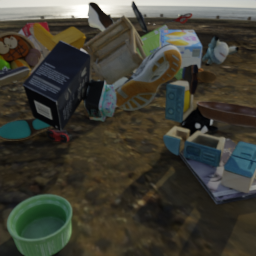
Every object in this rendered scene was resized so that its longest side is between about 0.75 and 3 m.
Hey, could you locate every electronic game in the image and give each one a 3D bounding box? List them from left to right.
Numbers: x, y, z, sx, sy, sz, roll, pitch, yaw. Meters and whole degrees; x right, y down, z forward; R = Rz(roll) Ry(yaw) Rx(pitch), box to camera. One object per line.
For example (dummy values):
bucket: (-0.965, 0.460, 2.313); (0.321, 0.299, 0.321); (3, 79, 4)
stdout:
electronic game: (0.521, -4.910, 12.411); (0.307, 1.475, 1.475); (-25, 27, 9)

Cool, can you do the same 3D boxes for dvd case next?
dvd case: (3.064, 1.222, 8.958); (2.163, 0.232, 2.909); (-6, 29, -12)

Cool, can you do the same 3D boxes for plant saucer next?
plant saucer: (3.245, -0.416, 8.523); (2.364, 0.407, 2.364); (6, 14, -1)

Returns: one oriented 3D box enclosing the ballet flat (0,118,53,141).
ballet flat: (-3.733, -0.014, 10.836); (2.352, 0.829, 0.768); (-14, -5, -11)

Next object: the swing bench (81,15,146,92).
swing bench: (-0.470, -2.548, 10.164); (2.025, 1.321, 2.036); (-27, 55, 22)

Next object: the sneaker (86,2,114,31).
sneaker: (-1.158, -4.336, 11.606); (0.679, 0.789, 1.864); (-14, 60, -33)

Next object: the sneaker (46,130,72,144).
sneaker: (-2.583, 0.278, 10.586); (1.131, 0.400, 0.552); (12, 23, 29)

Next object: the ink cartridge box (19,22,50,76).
ink cartridge box: (-3.665, -3.073, 11.425); (0.827, 1.994, 1.464); (-19, 10, -34)

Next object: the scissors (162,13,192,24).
scissors: (1.629, -3.626, 9.341); (0.452, 0.086, 1.234); (-50, 33, -8)

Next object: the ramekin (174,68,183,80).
ramekin: (3.233, -3.378, 16.870); (1.068, 0.522, 1.068); (-40, 8, 7)

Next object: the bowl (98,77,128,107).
bowl: (-0.853, -1.569, 13.286); (2.118, 0.952, 2.118); (-9, 33, 6)

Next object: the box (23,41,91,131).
box: (-1.800, -1.069, 7.445); (0.967, 1.619, 1.646); (27, 63, 4)

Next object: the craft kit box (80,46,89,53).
craft kit box: (-1.672, -3.175, 12.143); (1.963, 0.482, 1.988); (-4, 31, -43)

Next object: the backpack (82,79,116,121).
backpack: (-0.790, -0.731, 7.990); (0.867, 1.152, 1.022); (10, 67, 0)

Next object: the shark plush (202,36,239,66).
shark plush: (3.145, -2.790, 10.670); (0.990, 0.907, 2.178); (23, 5, -19)

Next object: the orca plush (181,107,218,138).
orca plush: (3.187, -0.576, 11.511); (2.883, 1.025, 1.517); (-18, 33, -31)

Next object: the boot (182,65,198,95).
boot: (1.685, -1.322, 7.716); (0.306, 0.820, 0.397); (2, 5, -44)

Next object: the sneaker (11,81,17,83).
sneaker: (-4.356, -2.140, 10.210); (0.433, 0.441, 1.145); (-23, 74, -26)

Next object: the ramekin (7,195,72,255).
ramekin: (-1.981, 2.269, 6.471); (1.412, 0.689, 1.412); (0, 28, 0)

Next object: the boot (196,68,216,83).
boot: (4.519, -3.278, 17.198); (1.815, 0.696, 1.409); (3, 23, 20)

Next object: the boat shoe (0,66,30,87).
boat shoe: (-3.622, -1.552, 8.132); (1.543, 0.484, 0.560); (-20, -3, 5)

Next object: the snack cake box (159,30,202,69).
snack cake box: (1.990, -3.158, 11.054); (1.462, 0.854, 2.542); (0, 32, 5)

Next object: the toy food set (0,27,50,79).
toy food set: (-3.966, -2.597, 9.941); (2.470, 1.705, 0.496); (-37, 15, -27)

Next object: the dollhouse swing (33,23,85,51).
dollhouse swing: (-2.213, -2.940, 9.009); (1.175, 1.137, 1.293); (-36, 3, -16)

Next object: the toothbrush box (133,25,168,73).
toothbrush box: (1.115, -3.688, 13.516); (2.293, 0.987, 1.669); (-24, 47, 11)

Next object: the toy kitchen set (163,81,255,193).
toy kitchen set: (2.434, 0.060, 8.356); (2.981, 2.388, 1.756); (15, 31, 29)

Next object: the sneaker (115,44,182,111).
sneaker: (0.622, -1.576, 8.882); (2.630, 0.995, 1.153); (-37, 26, 27)
